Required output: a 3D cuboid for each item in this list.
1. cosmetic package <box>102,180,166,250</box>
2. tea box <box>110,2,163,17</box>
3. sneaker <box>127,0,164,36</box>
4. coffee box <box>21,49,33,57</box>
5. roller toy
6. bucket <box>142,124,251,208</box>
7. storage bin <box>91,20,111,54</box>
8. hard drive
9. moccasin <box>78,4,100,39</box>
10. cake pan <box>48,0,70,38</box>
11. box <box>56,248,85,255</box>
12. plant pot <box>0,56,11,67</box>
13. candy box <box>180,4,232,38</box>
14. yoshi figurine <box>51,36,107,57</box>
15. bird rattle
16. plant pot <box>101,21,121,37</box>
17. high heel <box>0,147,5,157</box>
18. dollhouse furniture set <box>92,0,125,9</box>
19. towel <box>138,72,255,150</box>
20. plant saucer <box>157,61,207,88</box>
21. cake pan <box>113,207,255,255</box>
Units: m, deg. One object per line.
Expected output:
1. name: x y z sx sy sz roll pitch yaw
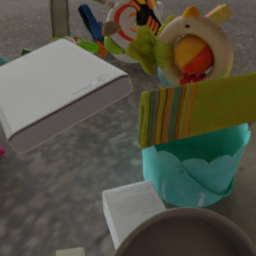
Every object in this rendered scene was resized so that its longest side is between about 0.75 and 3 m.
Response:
1. cosmetic package: 0.338 2.229 5.580 1.195 0.871 2.351 -11 39 -14
2. tea box: 0.535 -6.939 17.540 2.386 1.621 2.426 22 42 29
3. sneaker: 0.690 -3.663 9.716 0.934 2.075 0.726 -30 42 4
4. coffee box: -3.871 -3.195 13.025 1.984 0.436 1.220 24 17 30
5. roller toy: 0.220 -4.473 13.246 2.775 1.939 2.531 0 80 -9
6. bucket: 1.565 0.566 7.097 2.695 1.754 2.695 0 37 0
7. storage bin: -1.171 -4.611 14.801 1.292 1.400 1.924 20 30 -21
8. hard drive: -1.088 -0.615 3.764 1.429 0.285 2.166 -31 38 -15
9. moccasin: -1.285 -3.503 9.272 0.385 1.130 0.454 -5 24 42
10. cake pan: -1.965 -3.068 8.197 0.437 2.380 2.380 -2 36 -9
11. box: -0.996 2.873 4.874 0.519 0.634 1.335 -5 37 -7
12. plant pot: -3.383 -1.171 7.253 1.175 1.465 1.465 20 41 27
13. candy box: 2.477 -3.337 9.132 1.604 0.453 0.936 -30 15 17
14. yoshi figurine: -1.306 -1.924 7.459 0.973 0.976 1.737 18 16 29
15. bird rattle: 1.214 -1.281 5.864 1.414 2.046 2.509 -33 87 -34
16. plant pot: -0.722 -3.987 11.115 0.821 0.379 0.821 -16 39 14
17. high heel: -4.303 0.380 8.201 1.553 0.745 0.523 17 39 22
18. dollhouse furniture set: -0.816 -4.979 9.630 1.558 1.329 0.761 26 19 13
19. towel: 1.528 -0.359 5.248 2.792 1.202 0.252 -12 41 -15
20. plant saucer: 1.867 -1.792 9.255 1.779 0.244 1.779 5 52 -6
21. cake pan: 0.858 2.567 4.215 2.670 0.490 2.670 3 76 -11
